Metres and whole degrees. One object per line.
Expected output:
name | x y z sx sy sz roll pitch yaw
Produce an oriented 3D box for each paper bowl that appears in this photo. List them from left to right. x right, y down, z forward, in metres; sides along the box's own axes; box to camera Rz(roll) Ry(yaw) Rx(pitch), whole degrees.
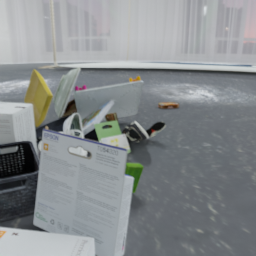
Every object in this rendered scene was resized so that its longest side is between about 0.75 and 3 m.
paper bowl | -2.211 0.730 9.519 1.641 0.853 1.641 10 24 -5

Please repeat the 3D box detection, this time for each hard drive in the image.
hard drive | -3.038 0.038 11.785 2.086 0.442 1.407 -21 19 1
hard drive | -1.276 0.441 11.628 1.237 0.388 1.834 5 19 14

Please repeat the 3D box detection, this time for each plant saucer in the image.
plant saucer | -4.361 -1.453 13.768 0.505 2.084 2.084 -4 46 -40
plant saucer | -2.707 -1.561 11.909 0.581 2.316 2.316 21 15 -12

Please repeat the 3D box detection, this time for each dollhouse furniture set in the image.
dollhouse furniture set | -0.459 1.119 8.506 1.070 0.827 2.141 8 12 -32

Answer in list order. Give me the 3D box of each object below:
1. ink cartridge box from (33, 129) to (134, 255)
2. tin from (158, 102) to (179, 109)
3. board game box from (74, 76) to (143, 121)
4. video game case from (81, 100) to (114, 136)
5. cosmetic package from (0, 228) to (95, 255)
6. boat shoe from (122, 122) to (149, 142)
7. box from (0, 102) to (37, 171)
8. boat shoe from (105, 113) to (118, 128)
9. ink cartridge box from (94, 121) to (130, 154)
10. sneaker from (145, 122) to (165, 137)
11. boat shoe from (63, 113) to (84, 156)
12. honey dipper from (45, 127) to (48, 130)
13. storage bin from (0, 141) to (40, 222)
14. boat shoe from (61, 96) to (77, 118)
ink cartridge box | -0.991 1.318 5.971 2.259 2.301 0.498 12 7 29
tin | 2.509 -1.397 17.398 1.329 0.278 0.744 -3 23 -10
board game box | -0.922 -1.216 13.037 2.977 0.385 2.977 -11 -23 -9
video game case | -1.608 -0.218 11.534 1.882 0.228 2.068 -30 17 32
cosmetic package | -1.875 2.473 4.784 2.405 0.857 1.220 3 19 7
boat shoe | 0.205 0.215 11.095 0.683 0.836 2.264 -37 10 -6
box | -4.380 0.262 9.511 2.043 2.053 1.342 3 18 7
boat shoe | -0.587 0.148 11.146 0.511 1.504 0.541 -10 -14 -7
ink cartridge box | -0.580 0.366 10.090 0.985 1.353 0.324 -10 -16 -28
sneaker | 1.158 0.068 11.820 1.062 0.374 0.496 -36 -14 23
boat shoe | -1.743 0.293 8.809 0.691 0.628 1.879 14 42 -33
honey dipper | -2.879 0.327 10.501 0.172 0.906 0.172 -12 33 8
storage bin | -3.307 1.356 7.711 1.645 1.141 2.434 -9 20 -24
boat shoe | -2.330 -1.226 13.962 2.623 0.970 0.969 -40 59 -9
